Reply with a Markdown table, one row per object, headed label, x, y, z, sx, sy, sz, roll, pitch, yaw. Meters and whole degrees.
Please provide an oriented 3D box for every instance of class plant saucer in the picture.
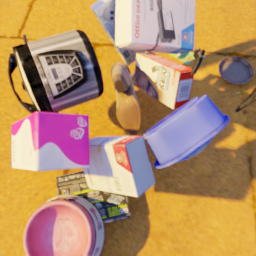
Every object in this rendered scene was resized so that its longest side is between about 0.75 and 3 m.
| label | x | y | z | sx | sy | sz | roll | pitch | yaw |
| --- | --- | --- | --- | --- | --- | --- | --- | --- | --- |
| plant saucer | 4.982 | -2.638 | 13.074 | 1.625 | 0.261 | 1.625 | 0 | 62 | -1 |

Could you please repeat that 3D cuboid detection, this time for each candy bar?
| label | x | y | z | sx | sy | sz | roll | pitch | yaw |
| --- | --- | --- | --- | --- | --- | --- | --- | --- | --- |
| candy bar | 0.491 | -2.471 | 11.008 | 0.183 | 0.411 | 1.648 | 30 | 95 | -6 |

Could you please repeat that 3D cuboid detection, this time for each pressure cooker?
| label | x | y | z | sx | sy | sz | roll | pitch | yaw |
| --- | --- | --- | --- | --- | --- | --- | --- | --- | --- |
| pressure cooker | -2.499 | -1.749 | 9.518 | 2.866 | 2.560 | 2.521 | -20 | 55 | -13 |

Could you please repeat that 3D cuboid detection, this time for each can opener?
| label | x | y | z | sx | sy | sz | roll | pitch | yaw |
| --- | --- | --- | --- | --- | --- | --- | --- | --- | --- |
| can opener | 1.920 | -1.814 | 7.723 | 0.251 | 0.791 | 0.311 | -13 | 45 | -23 |

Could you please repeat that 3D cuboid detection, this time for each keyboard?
| label | x | y | z | sx | sy | sz | roll | pitch | yaw |
| --- | --- | --- | --- | --- | --- | --- | --- | --- | --- |
| keyboard | 4.262 | -1.459 | 9.014 | 0.517 | 1.357 | 2.607 | 51 | 48 | 4 |

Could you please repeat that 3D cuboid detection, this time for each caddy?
| label | x | y | z | sx | sy | sz | roll | pitch | yaw |
| --- | --- | --- | --- | --- | --- | --- | --- | --- | --- |
| caddy | 1.667 | 0.191 | 8.129 | 2.551 | 1.804 | 1.339 | -35 | 92 | 0 |

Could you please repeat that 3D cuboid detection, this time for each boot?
| label | x | y | z | sx | sy | sz | roll | pitch | yaw |
| --- | --- | --- | --- | --- | --- | --- | --- | --- | --- |
| boot | -0.024 | -1.104 | 9.560 | 0.795 | 2.264 | 1.655 | -10 | 26 | 9 |

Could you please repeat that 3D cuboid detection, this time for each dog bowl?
| label | x | y | z | sx | sy | sz | roll | pitch | yaw |
| --- | --- | --- | --- | --- | --- | --- | --- | --- | --- |
| dog bowl | -2.139 | 3.494 | 9.063 | 2.647 | 0.976 | 2.647 | -2 | 75 | 7 |

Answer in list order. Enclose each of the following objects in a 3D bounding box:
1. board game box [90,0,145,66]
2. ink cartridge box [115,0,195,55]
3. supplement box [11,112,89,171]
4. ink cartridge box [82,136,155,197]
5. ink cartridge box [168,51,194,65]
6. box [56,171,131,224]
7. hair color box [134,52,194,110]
| label | x | y | z | sx | sy | sz | roll | pitch | yaw |
| --- | --- | --- | --- | --- | --- | --- | --- | --- | --- |
| board game box | 0.400 | -4.308 | 10.918 | 2.757 | 2.770 | 0.601 | -36 | 45 | 1 |
| ink cartridge box | 0.983 | -3.753 | 9.949 | 2.690 | 1.133 | 1.945 | -3 | 97 | -27 |
| supplement box | -2.426 | 0.471 | 8.333 | 1.515 | 2.932 | 1.484 | 2 | 84 | -32 |
| ink cartridge box | -0.412 | 1.077 | 8.418 | 2.117 | 1.542 | 0.876 | -2 | 17 | 44 |
| ink cartridge box | 2.649 | -3.658 | 13.616 | 1.181 | 0.283 | 0.859 | 34 | 67 | 18 |
| box | -1.293 | 2.507 | 10.174 | 2.445 | 0.541 | 1.959 | -12 | 63 | -6 |
| hair color box | 1.122 | -1.664 | 9.494 | 0.718 | 1.245 | 2.246 | -14 | 34 | -30 |
